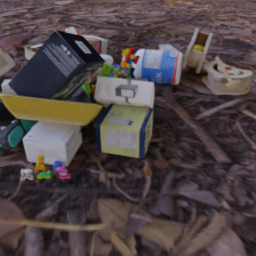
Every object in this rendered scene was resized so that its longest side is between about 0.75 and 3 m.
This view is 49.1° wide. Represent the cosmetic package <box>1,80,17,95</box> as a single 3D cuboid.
[{"bbox_3d":[-4.446,-1.495,11.084,0.849,0.700,0.700,-6,28,-9],"label":"cosmetic package"}]

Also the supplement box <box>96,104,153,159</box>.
[{"bbox_3d":[-0.060,0.054,8.460,1.409,0.947,1.411,8,33,12],"label":"supplement box"}]

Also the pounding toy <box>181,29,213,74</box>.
[{"bbox_3d":[3.638,-3.560,13.154,1.698,1.693,2.961,20,28,9],"label":"pounding toy"}]

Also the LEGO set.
[{"bbox_3d":[-2.176,1.007,7.366,1.269,0.521,0.484,-3,32,-3],"label":"LEGO set"}]

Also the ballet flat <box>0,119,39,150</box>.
[{"bbox_3d":[-3.453,0.043,8.675,0.751,0.751,2.056,5,25,7],"label":"ballet flat"}]

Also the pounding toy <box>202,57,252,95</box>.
[{"bbox_3d":[4.213,-2.336,11.631,1.572,1.577,2.750,-9,34,-7],"label":"pounding toy"}]

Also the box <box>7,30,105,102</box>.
[{"bbox_3d":[-1.910,-1.602,7.999,1.118,1.955,2.147,48,17,-5],"label":"box"}]

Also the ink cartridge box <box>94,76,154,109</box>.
[{"bbox_3d":[-0.062,-1.091,9.208,1.801,0.757,1.310,8,-3,7],"label":"ink cartridge box"}]

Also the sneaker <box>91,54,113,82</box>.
[{"bbox_3d":[-1.559,-2.488,12.473,2.237,0.833,0.974,-35,47,-14],"label":"sneaker"}]

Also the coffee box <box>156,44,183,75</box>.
[{"bbox_3d":[1.969,-3.362,13.771,0.724,1.026,1.815,-8,32,-12],"label":"coffee box"}]

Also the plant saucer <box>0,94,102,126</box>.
[{"bbox_3d":[-2.111,-0.525,8.167,2.553,0.619,2.553,6,5,-9],"label":"plant saucer"}]

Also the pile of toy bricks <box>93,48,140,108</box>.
[{"bbox_3d":[-0.552,-1.992,10.417,1.139,2.307,1.280,27,18,7],"label":"pile of toy bricks"}]

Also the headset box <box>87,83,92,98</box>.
[{"bbox_3d":[-2.643,-1.631,11.301,1.473,0.743,1.982,-27,41,-35],"label":"headset box"}]

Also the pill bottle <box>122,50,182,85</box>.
[{"bbox_3d":[1.056,-2.719,12.392,2.519,1.413,1.413,7,33,12],"label":"pill bottle"}]

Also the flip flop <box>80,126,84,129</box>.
[{"bbox_3d":[-2.032,-0.306,9.494,0.634,0.450,1.563,-19,37,-27],"label":"flip flop"}]

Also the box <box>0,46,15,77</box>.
[{"bbox_3d":[-6.460,-3.355,11.606,1.826,2.855,1.556,-39,40,-8],"label":"box"}]

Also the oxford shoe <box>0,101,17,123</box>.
[{"bbox_3d":[-3.411,-0.940,9.965,2.586,0.940,1.091,-9,22,-8],"label":"oxford shoe"}]

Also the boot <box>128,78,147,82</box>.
[{"bbox_3d":[-0.093,-1.599,11.483,1.721,0.625,1.565,14,51,-5],"label":"boot"}]

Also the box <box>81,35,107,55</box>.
[{"bbox_3d":[-2.195,-3.757,13.732,1.144,1.342,2.099,27,30,32],"label":"box"}]

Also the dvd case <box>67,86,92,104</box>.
[{"bbox_3d":[-2.184,-1.303,9.698,1.253,1.685,0.135,-31,4,-26],"label":"dvd case"}]

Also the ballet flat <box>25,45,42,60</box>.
[{"bbox_3d":[-4.105,-3.805,14.512,2.916,1.013,1.013,11,34,16],"label":"ballet flat"}]

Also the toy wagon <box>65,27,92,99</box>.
[{"bbox_3d":[-1.747,-2.260,10.179,0.503,2.544,1.974,-20,10,-11],"label":"toy wagon"}]

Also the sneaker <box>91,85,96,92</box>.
[{"bbox_3d":[-1.615,-1.635,11.711,0.411,0.342,0.912,-22,30,-37],"label":"sneaker"}]

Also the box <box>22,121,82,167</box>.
[{"bbox_3d":[-2.128,0.370,8.090,1.242,0.812,1.235,6,33,10],"label":"box"}]

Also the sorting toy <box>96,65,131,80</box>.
[{"bbox_3d":[-0.640,-2.508,12.957,1.558,0.377,2.768,9,35,8],"label":"sorting toy"}]
